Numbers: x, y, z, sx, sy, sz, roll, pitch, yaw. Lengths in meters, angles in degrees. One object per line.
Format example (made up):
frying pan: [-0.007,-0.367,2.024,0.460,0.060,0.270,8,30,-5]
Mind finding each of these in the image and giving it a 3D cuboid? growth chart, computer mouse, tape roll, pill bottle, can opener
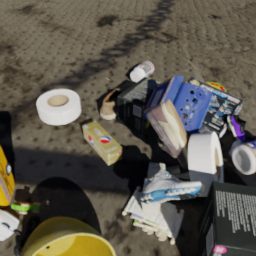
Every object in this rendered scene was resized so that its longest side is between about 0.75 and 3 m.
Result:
growth chart: [0.781,2.699,8.772,1.916,0.170,1.386,22,46,24]
computer mouse: [4.425,0.676,11.009,0.783,0.313,1.428,25,47,27]
tape roll: [-3.117,-0.965,12.672,1.917,0.671,1.917,0,40,0]
pill bottle: [4.808,0.924,10.111,1.871,1.083,1.083,-15,43,-19]
tape roll: [2.537,1.182,9.038,0.723,2.067,2.067,-7,36,25]
can opener: [2.309,0.365,10.825,1.569,0.418,0.524,-29,37,13]
computer mouse: [-3.754,2.893,8.287,2.272,0.498,1.246,12,43,14]
pill bottle: [0.737,-2.985,14.961,0.760,0.760,1.313,25,46,26]

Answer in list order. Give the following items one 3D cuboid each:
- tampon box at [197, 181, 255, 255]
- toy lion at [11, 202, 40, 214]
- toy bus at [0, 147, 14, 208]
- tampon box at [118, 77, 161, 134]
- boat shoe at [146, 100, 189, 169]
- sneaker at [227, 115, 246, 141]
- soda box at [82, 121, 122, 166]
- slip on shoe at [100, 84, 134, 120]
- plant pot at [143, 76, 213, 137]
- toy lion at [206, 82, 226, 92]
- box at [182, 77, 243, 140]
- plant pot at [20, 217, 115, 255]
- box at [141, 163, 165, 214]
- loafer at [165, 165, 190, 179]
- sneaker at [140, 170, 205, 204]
tampon box: [3.360,2.879,6.975,2.890,2.166,1.825,8,41,8]
toy lion: [-3.228,2.408,8.612,0.854,0.891,0.306,4,80,21]
toy bus: [-4.322,1.176,8.506,0.916,2.815,1.102,-2,41,-2]
tampon box: [0.640,-1.020,12.088,1.249,1.483,1.978,26,47,27]
boat shoe: [1.404,0.345,9.085,0.932,2.876,1.034,-16,42,16]
sneaker: [4.363,-0.007,10.905,0.576,1.158,0.402,-22,12,48]
soda box: [-1.027,0.555,10.894,0.624,0.660,1.950,-24,45,-25]
slip on shoe: [-0.366,-1.471,13.118,1.062,0.846,2.792,24,46,25]
plant pot: [1.734,-0.779,10.488,1.669,1.856,1.856,32,73,-18]
toy lion: [3.752,-1.765,13.532,1.732,0.595,1.660,36,56,29]
box: [3.256,-0.905,12.096,2.606,0.599,2.071,31,65,24]
plant pot: [-1.653,3.162,6.934,2.310,2.310,1.640,-18,23,-20]
box: [0.831,1.900,8.976,0.526,0.632,1.539,4,43,14]
loafer: [1.697,1.521,9.863,1.498,0.523,0.524,-2,37,-3]
sneaker: [1.064,1.442,7.226,1.879,0.704,0.814,-18,55,37]
